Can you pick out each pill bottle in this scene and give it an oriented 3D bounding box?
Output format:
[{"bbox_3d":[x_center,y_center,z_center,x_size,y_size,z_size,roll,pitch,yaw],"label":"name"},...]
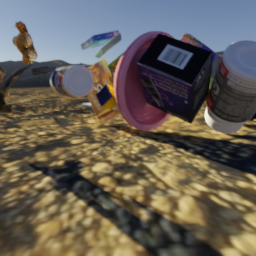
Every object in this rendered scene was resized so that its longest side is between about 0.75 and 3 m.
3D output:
[{"bbox_3d":[-1.388,-1.100,6.639,0.723,0.723,1.242,-6,10,-32],"label":"pill bottle"},{"bbox_3d":[2.646,-0.874,6.843,1.256,1.256,2.206,1,-35,-1],"label":"pill bottle"}]

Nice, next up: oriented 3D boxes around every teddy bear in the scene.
[{"bbox_3d":[-2.862,-2.283,7.655,0.504,1.095,1.510,-21,50,-16],"label":"teddy bear"}]

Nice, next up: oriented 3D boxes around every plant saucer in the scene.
[{"bbox_3d":[-0.589,-2.266,7.944,0.660,0.179,1.888,-40,15,-4],"label":"plant saucer"},{"bbox_3d":[0.541,-1.252,7.586,2.616,2.616,0.663,-10,22,-43],"label":"plant saucer"}]

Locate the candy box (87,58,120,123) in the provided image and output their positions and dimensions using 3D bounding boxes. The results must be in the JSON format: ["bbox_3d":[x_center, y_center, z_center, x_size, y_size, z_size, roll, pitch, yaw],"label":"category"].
[{"bbox_3d":[-0.823,-1.278,9.401,1.128,1.955,0.541,-29,-25,5],"label":"candy box"}]

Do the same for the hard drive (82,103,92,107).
[{"bbox_3d":[-1.972,-1.222,14.912,0.594,0.120,0.901,-7,12,-36],"label":"hard drive"}]

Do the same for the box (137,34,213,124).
[{"bbox_3d":[1.201,-1.159,7.015,1.442,1.016,1.948,27,-17,24],"label":"box"}]

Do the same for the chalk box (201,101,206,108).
[{"bbox_3d":[1.892,-1.665,9.784,2.337,1.448,1.459,8,40,-45],"label":"chalk box"}]

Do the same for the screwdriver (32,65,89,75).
[{"bbox_3d":[-1.827,-1.629,7.598,1.531,0.214,0.223,-13,48,-10],"label":"screwdriver"}]

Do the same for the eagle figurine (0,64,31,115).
[{"bbox_3d":[-3.447,-1.189,7.721,1.224,1.613,1.217,14,-16,-38],"label":"eagle figurine"}]

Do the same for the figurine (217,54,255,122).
[{"bbox_3d":[3.501,-1.056,8.254,2.516,1.110,2.579,24,-20,50],"label":"figurine"}]

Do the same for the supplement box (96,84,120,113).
[{"bbox_3d":[-0.405,-0.799,7.728,0.446,0.449,0.820,-41,-34,26],"label":"supplement box"}]

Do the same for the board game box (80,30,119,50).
[{"bbox_3d":[-0.847,-2.617,8.374,0.887,0.192,0.883,-24,11,-32],"label":"board game box"}]

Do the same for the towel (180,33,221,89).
[{"bbox_3d":[1.932,-1.834,8.156,1.706,1.225,0.194,46,26,25],"label":"towel"}]

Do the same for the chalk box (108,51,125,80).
[{"bbox_3d":[0.081,-1.739,8.544,1.475,0.921,0.914,23,58,43],"label":"chalk box"}]
